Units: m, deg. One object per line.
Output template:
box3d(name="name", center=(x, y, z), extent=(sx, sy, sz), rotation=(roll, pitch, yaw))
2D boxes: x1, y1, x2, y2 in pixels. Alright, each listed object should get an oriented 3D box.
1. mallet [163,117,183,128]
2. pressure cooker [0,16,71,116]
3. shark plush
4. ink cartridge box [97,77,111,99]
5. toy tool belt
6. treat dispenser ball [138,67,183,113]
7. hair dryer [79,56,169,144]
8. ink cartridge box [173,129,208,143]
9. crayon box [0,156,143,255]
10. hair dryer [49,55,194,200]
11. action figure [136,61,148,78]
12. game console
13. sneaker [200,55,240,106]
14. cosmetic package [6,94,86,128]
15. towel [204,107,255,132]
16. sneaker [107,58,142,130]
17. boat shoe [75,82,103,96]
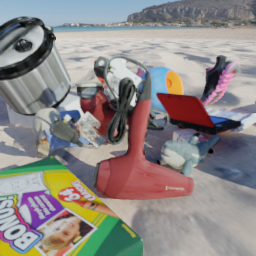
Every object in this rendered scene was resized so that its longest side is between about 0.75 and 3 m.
box3d(name="mallet", center=(1.542, -0.223, 9.070), extent=(0.330, 0.206, 1.001), rotation=(-11, 20, -25))
box3d(name="pressure cooker", center=(-2.738, -1.699, 7.427), extent=(2.036, 2.279, 2.005), rotation=(-12, 54, 4))
box3d(name="shark plush", center=(1.543, 0.494, 6.403), extent=(1.889, 0.787, 0.858), rotation=(-9, 24, -22))
box3d(name="ink cartridge box", center=(-0.508, -1.593, 10.630), extent=(0.411, 1.634, 0.890), rotation=(-34, -5, 32))
box3d(name="toy tool belt", center=(-1.477, 0.140, 7.230), extent=(1.861, 1.162, 1.143), rotation=(-11, 54, -19))
box3d(name="treat dispenser ball", center=(1.105, -1.311, 9.737), extent=(1.597, 1.597, 1.597), rotation=(0, 22, 0))
box3d(name="hair dryer", center=(-0.321, -0.227, 6.423), extent=(1.979, 2.598, 0.706), rotation=(45, 66, 4))
box3d(name="ink cartridge box", center=(1.631, 0.343, 7.380), extent=(0.593, 0.345, 0.819), rotation=(-7, 23, -18))
box3d(name="crayon box", center=(-1.528, 1.507, 3.821), extent=(2.306, 0.779, 2.673), rotation=(-15, 27, -35))
box3d(name="hair dryer", center=(0.109, 0.329, 5.086), extent=(2.170, 2.849, 0.774), rotation=(-42, 8, 12))
box3d(name="action figure", center=(0.887, -2.032, 12.839), extent=(2.202, 1.475, 1.640), rotation=(-1, 56, 13))
box3d(name="game console", center=(1.879, -0.513, 7.594), extent=(1.547, 1.065, 1.795), rotation=(-14, 17, -26))
box3d(name="sneaker", center=(3.151, -1.733, 10.271), extent=(0.822, 2.081, 0.993), rotation=(-15, 53, -40))
box3d(name="cosmetic package", center=(-2.583, -0.568, 8.888), extent=(2.213, 0.898, 1.249), rotation=(13, 29, 26))
box3d(name="towel", center=(2.861, -0.372, 9.093), extent=(1.662, 0.269, 2.263), rotation=(-20, 25, -40))
box3d(name="sneaker", center=(-0.022, -1.110, 8.446), extent=(1.062, 2.399, 0.903), rotation=(-20, -9, -8))
box3d(name="boat shoe", center=(-1.286, -1.133, 9.660), extent=(0.899, 0.760, 2.523), rotation=(2, 4, -1))
